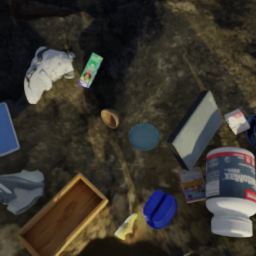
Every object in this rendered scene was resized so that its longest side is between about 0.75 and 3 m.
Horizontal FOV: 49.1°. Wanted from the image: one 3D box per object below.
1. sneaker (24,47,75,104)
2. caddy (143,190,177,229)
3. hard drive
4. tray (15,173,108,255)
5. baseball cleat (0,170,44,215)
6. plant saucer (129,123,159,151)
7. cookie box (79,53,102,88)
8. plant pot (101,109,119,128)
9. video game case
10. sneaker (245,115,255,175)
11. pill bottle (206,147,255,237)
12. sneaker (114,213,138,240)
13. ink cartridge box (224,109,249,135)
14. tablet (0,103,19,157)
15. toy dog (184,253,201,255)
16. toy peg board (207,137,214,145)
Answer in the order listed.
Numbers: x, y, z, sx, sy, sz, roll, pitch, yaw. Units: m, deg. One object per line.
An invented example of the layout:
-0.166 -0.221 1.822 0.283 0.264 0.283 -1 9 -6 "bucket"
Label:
-3.401 -2.358 12.383 1.709 1.117 2.973 4 60 5 "sneaker"
1.143 2.917 10.013 0.962 0.714 1.361 23 64 36 "caddy"
2.524 0.104 10.396 0.418 1.773 2.541 18 63 46 "hard drive"
-2.283 3.198 9.951 1.472 0.553 2.985 39 69 18 "tray"
-4.553 2.388 10.070 2.992 1.043 1.592 -11 64 -5 "baseball cleat"
0.655 0.388 11.556 1.246 0.171 1.246 0 63 -1 "plant saucer"
-1.661 -2.472 12.224 0.492 1.120 1.310 25 86 -10 "cookie box"
-0.662 -0.452 11.604 0.886 0.886 0.409 39 58 17 "plant pot"
2.484 2.169 10.697 0.885 0.108 1.237 -10 63 -6 "video game case"
5.334 0.616 10.916 0.981 1.089 2.796 -1 64 0 "sneaker"
3.581 2.246 9.789 1.664 1.664 2.783 7 64 3 "pill bottle"
0.017 3.480 9.918 0.483 0.418 1.070 41 76 9 "sneaker"
4.382 -0.245 11.259 0.634 0.865 0.358 -30 24 28 "ink cartridge box"
-5.580 0.146 11.678 1.570 0.165 2.413 -22 66 -11 "tablet"
2.721 4.964 8.260 2.958 2.064 2.868 28 66 15 "toy dog"
2.971 0.213 11.476 0.947 0.465 0.951 -8 63 -4 "toy peg board"
